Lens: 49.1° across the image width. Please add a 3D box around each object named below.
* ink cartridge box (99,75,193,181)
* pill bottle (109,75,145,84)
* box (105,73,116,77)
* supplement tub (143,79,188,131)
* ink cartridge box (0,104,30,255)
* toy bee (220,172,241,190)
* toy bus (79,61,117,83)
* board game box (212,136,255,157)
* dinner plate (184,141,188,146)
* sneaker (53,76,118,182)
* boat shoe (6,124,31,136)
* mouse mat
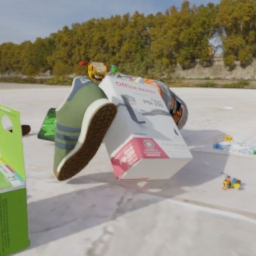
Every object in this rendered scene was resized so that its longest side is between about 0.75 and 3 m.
[{"bbox_3d":[0.293,-0.005,7.703,1.945,1.132,2.670,6,48,-39],"label":"ink cartridge box"},{"bbox_3d":[-0.117,-1.371,9.178,1.212,0.705,0.705,14,17,27],"label":"pill bottle"},{"bbox_3d":[-0.218,-1.231,11.522,0.435,1.424,1.798,-28,-36,14],"label":"box"},{"bbox_3d":[1.159,-0.785,11.069,1.780,1.780,2.905,7,-7,30],"label":"supplement tub"},{"bbox_3d":[-2.548,0.820,5.066,0.910,2.403,1.776,-9,15,-36],"label":"ink cartridge box"},{"bbox_3d":[2.604,1.438,7.309,0.753,0.409,0.493,23,-1,-11],"label":"toy bee"},{"bbox_3d":[-0.997,-1.782,9.165,1.047,0.574,1.110,25,28,24],"label":"toy bus"},{"bbox_3d":[4.490,0.694,11.049,1.829,0.237,1.828,8,14,34],"label":"board game box"},{"bbox_3d":[1.136,0.533,11.689,2.675,0.324,2.675,0,10,0],"label":"dinner plate"},{"bbox_3d":[-1.343,0.012,7.095,0.992,2.960,1.329,-11,56,-43],"label":"sneaker"},{"bbox_3d":[-5.253,0.154,12.965,0.557,0.558,1.548,9,21,32],"label":"boat shoe"},{"bbox_3d":[-2.614,-0.070,11.500,1.944,1.564,0.073,8,-29,11],"label":"mouse mat"}]
